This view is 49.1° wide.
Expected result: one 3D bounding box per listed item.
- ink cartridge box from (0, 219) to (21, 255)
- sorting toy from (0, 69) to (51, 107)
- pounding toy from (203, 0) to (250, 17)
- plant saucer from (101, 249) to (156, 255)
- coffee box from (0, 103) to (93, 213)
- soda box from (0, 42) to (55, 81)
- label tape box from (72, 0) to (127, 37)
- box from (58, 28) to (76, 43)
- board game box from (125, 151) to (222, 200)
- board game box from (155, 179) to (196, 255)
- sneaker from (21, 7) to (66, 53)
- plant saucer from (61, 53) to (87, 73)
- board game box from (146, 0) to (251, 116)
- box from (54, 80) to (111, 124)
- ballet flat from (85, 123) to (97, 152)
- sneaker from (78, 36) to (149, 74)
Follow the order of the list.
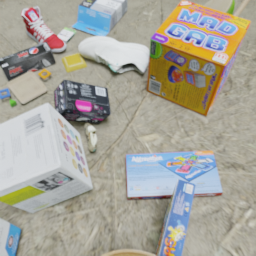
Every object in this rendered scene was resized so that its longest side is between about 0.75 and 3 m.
[{"bbox_3d":[-3.662,2.820,6.143,1.074,2.550,1.844,-6,55,11],"label":"ink cartridge box"},{"bbox_3d":[-3.782,-1.492,10.557,2.082,0.284,1.172,-34,67,-21],"label":"sorting toy"},{"bbox_3d":[3.890,-4.275,11.699,2.252,1.354,2.917,-52,27,3],"label":"pounding toy"},{"bbox_3d":[0.029,3.563,4.710,2.765,0.490,2.765,-8,60,15],"label":"plant saucer"},{"bbox_3d":[-2.397,0.898,7.649,1.966,1.944,1.963,-24,58,6],"label":"coffee box"},{"bbox_3d":[-3.967,-2.629,11.050,2.015,0.713,0.638,-26,57,-16],"label":"soda box"},{"bbox_3d":[-1.292,-5.316,12.848,1.702,0.786,2.376,23,57,14],"label":"label tape box"},{"bbox_3d":[-2.741,-4.101,12.406,0.581,0.146,0.805,22,60,14],"label":"box"},{"bbox_3d":[1.318,1.416,8.508,2.758,0.268,1.420,-2,57,0],"label":"board game box"},{"bbox_3d":[0.944,2.815,6.562,0.465,1.825,2.696,16,52,10],"label":"board game box"},{"bbox_3d":[-3.597,-4.145,11.707,2.367,1.331,0.843,35,62,21],"label":"sneaker"},{"bbox_3d":[-2.216,-2.712,11.418,0.869,0.211,0.869,-19,58,-14],"label":"plant saucer"},{"bbox_3d":[2.339,-2.434,9.850,2.459,2.461,2.460,26,60,17],"label":"board game box"},{"bbox_3d":[-1.505,-0.810,9.118,1.588,0.911,1.049,6,65,-36],"label":"box"},{"bbox_3d":[-1.152,0.255,9.006,0.347,0.386,1.024,4,63,-34],"label":"ballet flat"},{"bbox_3d":[-0.628,-2.738,11.021,2.856,1.074,1.264,7,68,4],"label":"sneaker"}]
